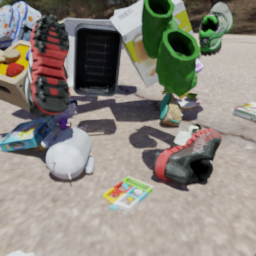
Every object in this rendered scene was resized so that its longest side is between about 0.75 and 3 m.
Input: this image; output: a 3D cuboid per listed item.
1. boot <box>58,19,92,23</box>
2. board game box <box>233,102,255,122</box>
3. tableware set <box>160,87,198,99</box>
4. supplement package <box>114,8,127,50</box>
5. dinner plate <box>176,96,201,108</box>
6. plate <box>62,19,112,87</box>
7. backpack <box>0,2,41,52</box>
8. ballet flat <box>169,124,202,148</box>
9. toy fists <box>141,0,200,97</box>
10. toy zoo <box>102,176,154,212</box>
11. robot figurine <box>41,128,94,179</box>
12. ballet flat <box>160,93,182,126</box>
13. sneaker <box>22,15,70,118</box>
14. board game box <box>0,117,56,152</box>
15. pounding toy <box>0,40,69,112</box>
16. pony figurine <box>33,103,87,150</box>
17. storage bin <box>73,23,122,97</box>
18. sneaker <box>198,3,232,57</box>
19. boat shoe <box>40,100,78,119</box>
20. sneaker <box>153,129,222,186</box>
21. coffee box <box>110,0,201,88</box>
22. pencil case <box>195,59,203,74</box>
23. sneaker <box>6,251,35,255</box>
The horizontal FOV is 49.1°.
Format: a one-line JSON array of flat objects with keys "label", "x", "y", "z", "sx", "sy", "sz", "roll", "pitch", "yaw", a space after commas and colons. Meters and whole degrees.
[{"label": "boot", "x": -2.266, "y": -3.870, "z": 11.701, "sx": 2.062, "sy": 1.106, "sz": 0.774, "roll": -5, "pitch": -18, "yaw": 0}, {"label": "board game box", "x": 5.632, "y": -0.522, "z": 11.503, "sx": 1.330, "sy": 0.365, "sz": 2.107, "roll": -15, "pitch": 28, "yaw": -32}, {"label": "tableware set", "x": 2.585, "y": -1.873, "z": 14.304, "sx": 1.595, "sy": 0.363, "sz": 2.368, "roll": -1, "pitch": 17, "yaw": -2}, {"label": "supplement package", "x": 0.014, "y": -4.639, "z": 13.151, "sx": 1.109, "sy": 1.472, "sz": 1.117, "roll": 0, "pitch": -10, "yaw": 25}, {"label": "dinner plate", "x": 2.610, "y": -1.204, "z": 13.283, "sx": 1.608, "sy": 0.195, "sz": 1.608, "roll": 1, "pitch": 25, "yaw": 0}, {"label": "plate", "x": -1.483, "y": -3.014, "z": 11.218, "sx": 2.499, "sy": 2.504, "sz": 0.405, "roll": -14, "pitch": 25, "yaw": -35}, {"label": "backpack", "x": -3.905, "y": -3.508, "z": 9.856, "sx": 1.836, "sy": 1.749, "sz": 1.414, "roll": 10, "pitch": -14, "yaw": 33}, {"label": "ballet flat", "x": 1.886, "y": 0.350, "z": 9.156, "sx": 0.671, "sy": 0.675, "sz": 1.973, "roll": 16, "pitch": 29, "yaw": 29}, {"label": "toy fists", "x": 0.948, "y": -1.957, "z": 6.689, "sx": 0.903, "sy": 1.339, "sz": 2.627, "roll": -12, "pitch": 59, "yaw": -12}, {"label": "toy zoo", "x": -0.043, "y": 1.642, "z": 6.902, "sx": 0.823, "sy": 0.128, "sz": 1.254, "roll": 17, "pitch": 29, "yaw": 34}, {"label": "robot figurine", "x": -1.631, "y": 0.707, "z": 7.856, "sx": 1.605, "sy": 1.069, "sz": 1.892, "roll": 31, "pitch": 22, "yaw": -9}, {"label": "ballet flat", "x": 1.820, "y": -0.724, "z": 11.666, "sx": 0.854, "sy": 0.923, "sz": 2.617, "roll": 27, "pitch": 27, "yaw": -4}, {"label": "sneaker", "x": -2.203, "y": -1.568, "z": 7.417, "sx": 1.036, "sy": 2.930, "sz": 1.431, "roll": 8, "pitch": -24, "yaw": -34}, {"label": "board game box", "x": -3.241, "y": 0.201, "z": 8.990, "sx": 1.521, "sy": 0.357, "sz": 1.149, "roll": -9, "pitch": 32, "yaw": 28}, {"label": "pounding toy", "x": -3.474, "y": -1.751, "z": 8.483, "sx": 2.217, "sy": 1.576, "sz": 2.041, "roll": 20, "pitch": 56, "yaw": 29}, {"label": "pony figurine", "x": -2.335, "y": 0.036, "z": 9.403, "sx": 1.614, "sy": 1.392, "sz": 1.672, "roll": -9, "pitch": 39, "yaw": 7}, {"label": "storage bin", "x": -1.007, "y": -2.132, "z": 8.859, "sx": 1.402, "sy": 2.074, "sz": 0.972, "roll": 2, "pitch": 28, "yaw": -11}, {"label": "sneaker", "x": 3.020, "y": -3.590, "z": 9.643, "sx": 0.922, "sy": 1.006, "sz": 2.362, "roll": 6, "pitch": 56, "yaw": 26}, {"label": "boat shoe", "x": -2.891, "y": -0.937, "z": 12.042, "sx": 0.853, "sy": 0.696, "sz": 2.027, "roll": 12, "pitch": 27, "yaw": 25}, {"label": "sneaker", "x": 1.976, "y": 0.817, "z": 7.765, "sx": 2.685, "sy": 0.949, "sz": 1.312, "roll": -23, "pitch": 32, "yaw": -37}, {"label": "coffee box", "x": 0.948, "y": -3.277, "z": 10.253, "sx": 2.246, "sy": 2.224, "sz": 2.249, "roll": -28, "pitch": 37, "yaw": 5}, {"label": "pencil case", "x": 1.321, "y": -2.136, "z": 7.889, "sx": 0.782, "sy": 1.830, "sz": 0.768, "roll": -36, "pitch": -7, "yaw": 3}, {"label": "sneaker", "x": -2.107, "y": 2.407, "z": 4.993, "sx": 0.919, "sy": 0.358, "sz": 0.457, "roll": 5, "pitch": 16, "yaw": -11}]
